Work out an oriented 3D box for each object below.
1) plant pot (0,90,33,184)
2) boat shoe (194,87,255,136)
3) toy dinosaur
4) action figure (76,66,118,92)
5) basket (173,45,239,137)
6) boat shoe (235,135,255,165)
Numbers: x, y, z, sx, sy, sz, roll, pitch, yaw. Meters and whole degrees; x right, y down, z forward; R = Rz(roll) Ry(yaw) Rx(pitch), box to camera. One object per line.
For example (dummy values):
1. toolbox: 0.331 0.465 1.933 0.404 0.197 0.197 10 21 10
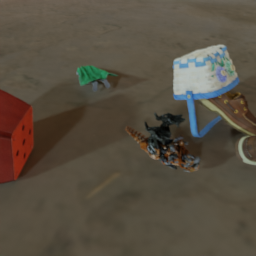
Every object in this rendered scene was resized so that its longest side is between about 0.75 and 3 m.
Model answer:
1. plant pot: -3.765 0.230 7.500 2.006 2.274 2.276 9 34 -4
2. boat shoe: 3.401 -0.654 8.987 2.782 0.940 1.001 36 26 5
3. toy dinosaur: 0.865 0.458 7.428 2.141 1.453 1.094 9 42 8
4. action figure: -1.648 -2.310 12.415 1.599 0.740 2.708 -15 30 -19
5. basket: 2.570 -1.235 9.246 1.798 2.585 2.280 8 31 42
6. boat shoe: 4.279 0.617 7.346 2.765 1.023 1.021 0 75 -17
